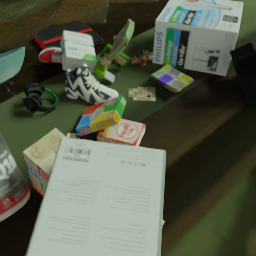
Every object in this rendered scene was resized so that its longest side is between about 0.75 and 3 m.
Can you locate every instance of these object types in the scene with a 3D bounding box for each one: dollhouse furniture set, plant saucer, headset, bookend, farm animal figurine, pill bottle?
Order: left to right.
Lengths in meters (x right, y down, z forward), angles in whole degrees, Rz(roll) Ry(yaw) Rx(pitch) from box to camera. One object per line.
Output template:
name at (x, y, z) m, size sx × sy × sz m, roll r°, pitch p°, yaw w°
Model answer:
plant saucer at (-3.724, -1.159, 6.703) m, size 2.879 × 0.518 × 2.879 m, roll -17°, pitch 24°, yaw 8°
pill bottle at (-3.187, 0.701, 5.858) m, size 1.375 × 2.414 × 1.375 m, roll -18°, pitch 18°, yaw 6°
headset at (-2.968, -1.050, 8.789) m, size 1.609 × 0.756 × 0.994 m, roll 8°, pitch 47°, yaw -26°
dollhouse furniture set at (-0.190, -2.544, 9.593) m, size 0.964 × 1.920 × 1.258 m, roll 30°, pitch 45°, yaw -22°
farm animal figurine at (0.546, -2.658, 10.832) m, size 0.829 × 0.437 × 0.838 m, roll -45°, pitch 48°, yaw -4°
bookend at (3.944, -2.075, 9.165) m, size 0.855 × 1.844 × 1.856 m, roll -20°, pitch 38°, yaw 24°

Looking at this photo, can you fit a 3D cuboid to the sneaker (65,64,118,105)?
sneaker at (-1.225, -1.489, 9.116) m, size 1.817 × 1.183 × 0.725 m, roll 15°, pitch 45°, yaw 16°

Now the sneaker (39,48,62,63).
sneaker at (-2.546, -2.617, 10.670) m, size 1.616 × 0.575 × 0.909 m, roll -7°, pitch 42°, yaw -15°

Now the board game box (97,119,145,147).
board game box at (-0.185, 0.143, 8.139) m, size 1.183 × 0.274 × 0.896 m, roll 13°, pitch 46°, yaw 13°

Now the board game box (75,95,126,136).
board game box at (-0.783, -0.355, 8.167) m, size 1.362 × 0.275 × 1.042 m, roll -17°, pitch 36°, yaw 29°

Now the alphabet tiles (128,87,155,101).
alphabet tiles at (0.481, -1.191, 9.660) m, size 0.922 × 0.035 × 0.770 m, roll 2°, pitch 45°, yaw 2°

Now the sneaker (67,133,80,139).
sneaker at (-1.450, 0.488, 7.691) m, size 0.426 × 0.401 × 1.041 m, roll -9°, pitch 45°, yaw -6°

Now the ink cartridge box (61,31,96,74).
ink cartridge box at (-1.812, -2.727, 10.088) m, size 1.083 × 0.624 × 1.484 m, roll 5°, pitch 51°, yaw -23°

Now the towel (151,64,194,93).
towel at (1.519, -1.725, 9.637) m, size 0.921 × 0.146 × 1.283 m, roll -35°, pitch 56°, yaw -23°

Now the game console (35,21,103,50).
game console at (-2.611, -3.880, 12.192) m, size 2.437 × 0.378 × 2.156 m, roll -26°, pitch 54°, yaw -23°

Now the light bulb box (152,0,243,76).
light bulb box at (2.716, -3.731, 10.961) m, size 2.872 × 1.792 × 2.847 m, roll 14°, pitch 46°, yaw 13°

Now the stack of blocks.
stack of blocks at (-0.791, 1.513, 5.749) m, size 2.840 × 1.635 × 0.832 m, roll 38°, pitch 56°, yaw 17°

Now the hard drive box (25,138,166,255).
hard drive box at (-0.393, 1.401, 4.258) m, size 1.766 × 0.870 × 2.265 m, roll 7°, pitch 56°, yaw 3°
